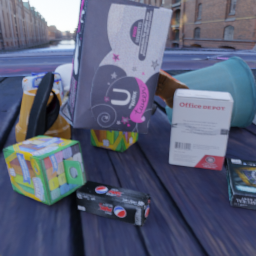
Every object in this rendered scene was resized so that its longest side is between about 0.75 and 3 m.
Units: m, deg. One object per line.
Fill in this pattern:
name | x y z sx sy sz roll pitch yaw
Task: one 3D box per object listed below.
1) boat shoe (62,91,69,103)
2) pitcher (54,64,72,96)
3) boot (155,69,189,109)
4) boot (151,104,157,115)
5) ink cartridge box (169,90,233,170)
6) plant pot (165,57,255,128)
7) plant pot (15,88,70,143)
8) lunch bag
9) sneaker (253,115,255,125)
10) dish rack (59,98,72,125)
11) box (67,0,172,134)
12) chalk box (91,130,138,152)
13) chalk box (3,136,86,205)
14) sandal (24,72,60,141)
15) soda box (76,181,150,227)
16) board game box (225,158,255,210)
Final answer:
boat shoe | -2.452 -0.972 12.165 1.023 0.917 2.763 -6 22 -17
pitcher | -2.407 -2.092 14.194 2.975 1.803 2.552 17 28 11
boot | 1.040 -1.344 8.433 2.196 0.824 1.178 27 20 -47
boot | 0.601 -0.958 10.174 1.115 0.591 1.694 20 -27 -14
ink cartridge box | 1.990 0.023 7.873 1.509 2.055 0.852 6 23 12
plant pot | 2.862 -1.109 10.505 2.651 2.706 2.706 -10 22 -6
plant pot | -2.899 -0.427 9.536 1.823 1.669 1.823 3 19 -1
lunch bag | -3.898 -1.718 12.970 0.829 1.758 2.194 7 21 21
sneaker | 5.692 -0.654 11.355 1.486 0.971 2.585 -4 26 -12
dish rack | -1.448 -0.616 8.339 0.932 1.086 0.236 40 1 19
box | -0.320 -1.465 6.628 1.876 2.839 1.629 5 20 -18
chalk box | -0.421 -0.407 9.125 1.225 1.963 1.217 10 22 24
chalk box | -1.795 0.947 6.508 1.844 1.147 1.142 6 20 37
sandal | -2.421 -0.244 8.017 0.643 2.685 1.009 11 6 -36
soda box | -0.321 1.589 5.996 1.533 0.486 0.543 9 21 20
board game box | 3.790 1.407 6.636 2.712 0.382 1.834 6 21 14
